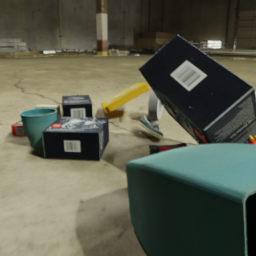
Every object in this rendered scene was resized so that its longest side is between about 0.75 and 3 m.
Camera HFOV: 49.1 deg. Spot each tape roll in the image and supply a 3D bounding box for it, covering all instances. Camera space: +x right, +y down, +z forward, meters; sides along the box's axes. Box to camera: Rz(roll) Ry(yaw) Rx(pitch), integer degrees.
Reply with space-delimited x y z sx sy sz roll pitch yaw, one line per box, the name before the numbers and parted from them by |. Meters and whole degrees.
tape roll | 1.197 -0.973 11.998 0.409 1.237 1.237 8 20 18

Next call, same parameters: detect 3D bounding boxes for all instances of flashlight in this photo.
flashlight | 1.213 0.672 8.522 1.130 0.384 0.382 -4 -11 0

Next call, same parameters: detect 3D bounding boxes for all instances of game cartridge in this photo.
game cartridge | -0.214 -1.379 12.565 2.117 0.390 2.401 -30 10 -2

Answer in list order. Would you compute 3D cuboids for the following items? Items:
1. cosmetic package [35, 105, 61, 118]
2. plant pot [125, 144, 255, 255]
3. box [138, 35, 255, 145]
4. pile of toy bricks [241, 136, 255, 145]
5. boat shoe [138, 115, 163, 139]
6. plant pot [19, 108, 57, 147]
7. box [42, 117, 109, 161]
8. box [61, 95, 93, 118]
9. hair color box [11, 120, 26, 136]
cosmetic package | -3.542 -0.731 12.406 1.026 0.540 0.365 1 20 7
plant pot | 1.247 1.259 4.413 1.954 1.953 2.765 -11 12 -30
box | 1.941 -0.647 7.468 1.417 2.478 2.721 -41 51 4
pile of toy bricks | 3.514 0.891 7.109 2.227 1.235 1.099 2 43 -45
boat shoe | 0.864 -0.071 10.149 0.538 0.457 1.478 38 0 -34
plant pot | -2.909 -0.003 9.297 1.168 1.098 1.168 -2 16 1
box | -1.561 0.284 8.767 1.717 0.894 1.563 1 17 5
box | -2.211 -0.823 12.097 1.252 0.883 1.692 -4 19 -10
hair color box | -3.779 -0.095 10.675 0.683 0.412 1.346 2 18 9
